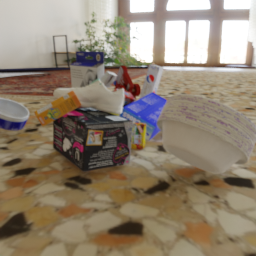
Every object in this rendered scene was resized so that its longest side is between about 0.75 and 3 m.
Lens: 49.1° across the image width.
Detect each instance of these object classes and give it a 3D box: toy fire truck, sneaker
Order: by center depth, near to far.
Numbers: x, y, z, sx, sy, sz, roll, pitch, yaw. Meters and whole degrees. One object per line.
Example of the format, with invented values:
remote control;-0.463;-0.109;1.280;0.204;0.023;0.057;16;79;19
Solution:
sneaker;-1.144;-1.058;8.471;2.100;0.929;0.790;11;6;-8
toy fire truck;-0.258;-2.110;14.984;1.113;1.985;1.667;-10;63;-24

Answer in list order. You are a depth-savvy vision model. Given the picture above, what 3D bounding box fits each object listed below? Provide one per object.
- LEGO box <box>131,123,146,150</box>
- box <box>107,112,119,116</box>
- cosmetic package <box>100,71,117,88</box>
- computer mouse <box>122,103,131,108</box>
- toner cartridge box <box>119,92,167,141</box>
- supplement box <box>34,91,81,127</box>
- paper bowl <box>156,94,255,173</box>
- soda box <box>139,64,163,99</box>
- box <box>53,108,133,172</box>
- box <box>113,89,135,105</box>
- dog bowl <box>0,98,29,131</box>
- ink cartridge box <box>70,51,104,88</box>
LEGO box;0.241;0.245;9.175;0.619;0.831;0.321;5;9;17
box;-0.174;-0.618;12.815;2.054;0.515;0.773;1;15;7
cosmetic package;-1.077;-2.572;15.013;0.280;0.817;1.084;42;17;12
computer mouse;-0.355;-1.239;13.294;1.363;0.447;1.941;-2;14;-3
toner cartridge box;0.900;-0.557;11.144;1.424;0.647;2.998;30;28;15
supplement box;-1.861;-0.512;7.432;1.178;0.392;0.405;-30;32;-7
paper bowl;1.866;0.267;7.157;2.449;1.274;2.449;27;-10;5
soda box;1.144;-2.159;13.897;0.595;1.868;0.636;23;19;19
box;-1.113;0.240;8.243;1.528;1.327;2.313;-4;16;-35
box;-0.248;-1.357;12.813;1.071;0.511;0.534;8;39;-50
dog bowl;-4.477;-0.508;10.412;1.434;0.565;1.434;25;20;-10
ink cartridge box;-2.526;-3.151;17.191;0.606;2.986;2.980;-15;21;-41
